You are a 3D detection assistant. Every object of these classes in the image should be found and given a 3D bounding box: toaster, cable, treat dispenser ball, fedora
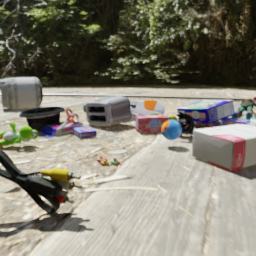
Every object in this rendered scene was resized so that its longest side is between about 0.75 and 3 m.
[{"bbox_3d":[-1.030,-0.850,14.585,2.573,1.462,1.662,6,17,40],"label":"toaster"},{"bbox_3d":[-1.980,1.034,5.668,2.088,1.014,0.526,21,25,6],"label":"cable"},{"bbox_3d":[1.630,0.087,10.539,0.764,0.764,0.764,0,12,0],"label":"treat dispenser ball"},{"bbox_3d":[-4.077,-0.396,13.517,2.148,0.981,2.148,-5,14,1],"label":"fedora"}]

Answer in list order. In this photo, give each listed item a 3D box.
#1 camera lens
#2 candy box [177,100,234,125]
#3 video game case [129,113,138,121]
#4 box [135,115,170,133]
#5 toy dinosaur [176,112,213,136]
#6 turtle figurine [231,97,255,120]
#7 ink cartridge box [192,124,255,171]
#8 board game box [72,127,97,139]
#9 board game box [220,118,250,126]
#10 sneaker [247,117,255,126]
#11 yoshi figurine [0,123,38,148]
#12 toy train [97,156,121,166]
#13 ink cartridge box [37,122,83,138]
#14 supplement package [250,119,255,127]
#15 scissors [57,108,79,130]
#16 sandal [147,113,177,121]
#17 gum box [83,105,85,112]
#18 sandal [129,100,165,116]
[{"bbox_3d":[-7.926,-2.593,20.891,2.846,2.276,2.276,-6,13,-22],"label":"camera lens"},{"bbox_3d":[4.192,-0.887,15.100,2.358,0.908,1.994,-17,14,-36],"label":"candy box"},{"bbox_3d":[-0.405,-0.889,16.801,2.112,0.275,2.320,20,21,32],"label":"video game case"},{"bbox_3d":[1.146,-0.194,13.187,1.521,0.726,0.758,-2,12,-10],"label":"box"},{"bbox_3d":[2.565,-0.077,11.916,1.916,0.979,1.300,-27,-29,25],"label":"toy dinosaur"},{"bbox_3d":[6.862,-1.070,15.989,1.777,1.195,2.374,-21,9,47],"label":"turtle figurine"},{"bbox_3d":[3.474,0.542,9.067,2.282,0.945,1.672,-6,13,-30],"label":"ink cartridge box"},{"bbox_3d":[-1.951,0.191,12.440,0.780,0.260,1.161,-5,12,-24],"label":"board game box"},{"bbox_3d":[5.619,-0.279,14.678,1.295,0.290,0.870,10,15,40],"label":"board game box"},{"bbox_3d":[6.061,-0.231,13.704,0.531,0.591,1.369,6,13,35],"label":"sneaker"},{"bbox_3d":[-4.177,0.261,10.368,1.552,0.872,0.869,-10,13,-11],"label":"yoshi figurine"},{"bbox_3d":[-0.610,0.996,8.763,0.777,0.216,0.584,0,12,1],"label":"toy train"},{"bbox_3d":[-3.162,0.027,12.993,0.957,0.375,2.021,11,20,36],"label":"ink cartridge box"},{"bbox_3d":[5.600,0.134,11.319,1.116,0.847,0.840,2,12,9],"label":"supplement package"},{"bbox_3d":[-2.643,-0.225,12.546,0.155,0.812,2.221,-34,23,17],"label":"scissors"},{"bbox_3d":[1.649,-0.395,14.373,1.663,0.661,0.724,10,-1,-20],"label":"sandal"},{"bbox_3d":[-1.521,-1.319,19.010,2.459,0.548,2.089,-7,13,-29],"label":"gum box"},{"bbox_3d":[0.956,-0.999,16.119,3.001,1.150,0.860,15,-24,41],"label":"sandal"}]
